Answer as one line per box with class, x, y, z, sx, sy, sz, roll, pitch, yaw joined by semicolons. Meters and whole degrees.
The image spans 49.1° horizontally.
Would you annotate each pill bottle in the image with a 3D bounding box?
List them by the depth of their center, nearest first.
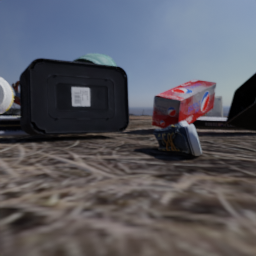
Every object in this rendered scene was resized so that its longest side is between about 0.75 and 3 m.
pill bottle;-3.835;-0.903;7.829;1.128;1.128;2.001;-1;5;-20

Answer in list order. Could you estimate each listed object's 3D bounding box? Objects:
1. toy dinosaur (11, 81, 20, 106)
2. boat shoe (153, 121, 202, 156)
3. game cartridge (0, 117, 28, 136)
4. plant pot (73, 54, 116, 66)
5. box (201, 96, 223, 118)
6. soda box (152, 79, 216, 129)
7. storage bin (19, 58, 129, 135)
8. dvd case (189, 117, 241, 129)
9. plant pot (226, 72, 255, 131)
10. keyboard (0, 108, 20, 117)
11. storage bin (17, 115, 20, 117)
toy dinosaur;-2.910;-0.817;10.383;2.944;2.671;1.546;-31;14;29
boat shoe;0.726;0.206;4.301;0.582;0.454;1.283;-16;6;4
game cartridge;-2.927;-0.094;8.359;2.942;0.601;1.958;-1;-1;-22
plant pot;-0.935;-1.626;8.545;1.524;1.524;1.021;2;38;31
box;3.636;-1.018;13.806;0.881;1.076;2.266;-5;5;-16
soda box;1.969;-0.841;9.449;0.946;1.044;2.983;17;27;33
storage bin;-1.257;-0.654;6.688;2.361;1.596;1.107;-1;-1;-32
dvd case;3.845;-0.198;10.864;2.697;0.334;2.027;2;5;26
plant pot;3.952;-0.671;8.308;1.249;1.407;1.404;26;-28;-4
keyboard;-4.810;-0.375;10.121;1.506;0.244;2.369;-6;16;3
storage bin;-4.318;-0.406;11.889;1.125;0.531;1.133;-10;2;-19
